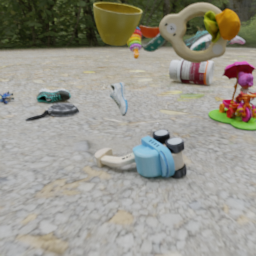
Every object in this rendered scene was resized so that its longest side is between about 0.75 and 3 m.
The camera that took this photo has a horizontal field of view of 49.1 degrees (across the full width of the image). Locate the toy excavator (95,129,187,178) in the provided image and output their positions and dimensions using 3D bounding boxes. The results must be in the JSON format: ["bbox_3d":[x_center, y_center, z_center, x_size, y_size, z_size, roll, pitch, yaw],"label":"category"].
[{"bbox_3d":[0.291,0.797,7.567,2.001,0.999,1.946,-19,25,-21],"label":"toy excavator"}]

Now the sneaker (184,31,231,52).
[{"bbox_3d":[3.033,-3.425,10.561,2.151,0.834,0.981,-27,46,-11],"label":"sneaker"}]

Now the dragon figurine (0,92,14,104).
[{"bbox_3d":[-6.391,-1.581,14.407,1.498,0.441,0.745,20,28,40],"label":"dragon figurine"}]

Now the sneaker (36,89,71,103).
[{"bbox_3d":[-3.803,-1.517,14.176,1.830,0.710,0.835,1,36,14],"label":"sneaker"}]

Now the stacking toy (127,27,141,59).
[{"bbox_3d":[0.282,-3.636,12.257,0.829,1.428,0.784,-25,-25,36],"label":"stacking toy"}]

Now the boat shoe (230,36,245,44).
[{"bbox_3d":[4.221,-3.579,11.407,1.014,0.331,0.373,27,6,15],"label":"boat shoe"}]

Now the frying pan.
[{"bbox_3d":[-3.374,-0.775,12.469,2.401,0.391,1.453,-5,21,-23],"label":"frying pan"}]

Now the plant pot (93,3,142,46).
[{"bbox_3d":[-0.313,-2.679,7.321,1.238,0.879,1.238,6,33,-4],"label":"plant pot"}]

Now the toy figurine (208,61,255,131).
[{"bbox_3d":[4.477,-1.439,11.277,1.949,2.390,2.597,-2,21,-7],"label":"toy figurine"}]

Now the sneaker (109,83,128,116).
[{"bbox_3d":[-0.299,-0.811,7.980,0.457,1.054,0.395,-2,-24,-23],"label":"sneaker"}]

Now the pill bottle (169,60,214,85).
[{"bbox_3d":[4.185,-3.732,18.560,2.697,1.540,1.540,11,23,25],"label":"pill bottle"}]

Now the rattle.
[{"bbox_3d":[1.643,-2.836,8.574,2.916,1.898,2.083,9,35,7],"label":"rattle"}]
